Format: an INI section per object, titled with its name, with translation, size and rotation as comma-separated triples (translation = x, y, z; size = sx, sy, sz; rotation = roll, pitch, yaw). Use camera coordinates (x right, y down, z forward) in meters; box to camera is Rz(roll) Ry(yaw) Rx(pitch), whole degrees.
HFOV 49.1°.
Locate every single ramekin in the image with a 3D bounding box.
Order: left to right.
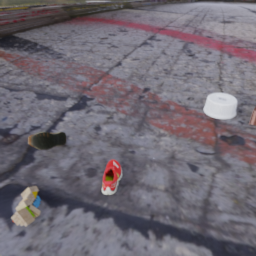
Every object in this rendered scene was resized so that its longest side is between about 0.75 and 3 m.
[ramekin]
translation = 4.037, -0.985, 12.195
size = 1.383, 0.674, 1.383
rotation = 0, 32, 0

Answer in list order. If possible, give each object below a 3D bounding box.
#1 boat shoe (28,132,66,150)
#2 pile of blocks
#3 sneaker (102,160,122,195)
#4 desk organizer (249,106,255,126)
[boat shoe]
translation = -2.812, 0.430, 9.584
size = 0.599, 0.614, 1.622
rotation = 0, -1, 27
[pile of blocks]
translation = -2.672, 2.139, 7.401
size = 0.449, 0.593, 1.445
rotation = -42, 19, 13
[sneaker]
translation = -0.470, 1.361, 8.398
size = 0.542, 0.598, 1.408
rotation = 2, 31, 3
[desk organizer]
translation = 5.763, -0.721, 11.753
size = 0.755, 0.703, 1.961
rotation = 21, 37, 27
